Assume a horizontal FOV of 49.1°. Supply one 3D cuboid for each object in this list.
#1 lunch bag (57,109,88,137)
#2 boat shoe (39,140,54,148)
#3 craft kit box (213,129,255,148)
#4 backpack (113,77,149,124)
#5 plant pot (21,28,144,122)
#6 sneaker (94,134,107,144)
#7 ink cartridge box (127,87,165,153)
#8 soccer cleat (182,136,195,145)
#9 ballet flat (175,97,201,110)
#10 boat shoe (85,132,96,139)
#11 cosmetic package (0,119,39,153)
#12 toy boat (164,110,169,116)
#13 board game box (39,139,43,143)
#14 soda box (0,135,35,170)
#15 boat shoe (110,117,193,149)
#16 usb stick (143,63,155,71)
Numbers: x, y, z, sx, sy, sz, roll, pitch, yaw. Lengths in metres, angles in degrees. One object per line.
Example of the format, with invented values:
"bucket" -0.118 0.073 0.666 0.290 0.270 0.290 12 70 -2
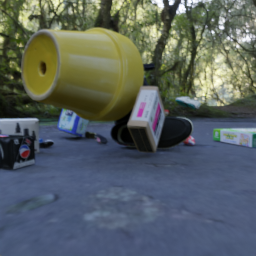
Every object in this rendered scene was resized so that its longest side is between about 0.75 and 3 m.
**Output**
"lunch bag" -2.524 -0.628 13.672 1.478 1.973 2.320 17 -5 -18
"boat shoe" -3.096 0.621 10.297 0.754 0.264 0.250 -3 10 -25
"craft kit box" 5.416 0.378 11.757 2.616 0.635 2.583 -1 1 -16
"backpack" 0.002 -0.961 10.664 1.814 1.538 2.043 -28 -23 -9
"plant pot" -1.504 -1.662 8.533 2.972 2.972 2.796 3 3 40
"sneaker" -1.083 0.529 11.369 0.275 0.322 0.785 -19 32 -30
"ink cartridge box" 0.587 -0.242 8.280 0.584 1.554 1.280 4 -36 22
"soccer cleat" 2.461 0.521 11.335 0.506 0.441 1.324 37 5 13
"ballet flat" 1.895 -0.793 8.736 0.348 0.348 0.971 -2 20 -32
"boat shoe" -1.785 0.378 13.783 0.314 0.341 0.955 10 -3 -41
"cosmetic package" -4.208 0.286 8.699 2.704 1.116 0.685 -2 3 -25
"toy boat" 1.840 -0.995 15.679 0.879 0.574 0.573 3 -11 4
"board game box" -4.087 0.571 10.577 1.347 0.303 1.024 2 4 29
"soda box" -3.594 0.557 7.202 2.360 0.747 0.835 1 5 22
"boat shoe" 0.749 0.162 9.785 2.965 1.085 0.929 -6 -14 31
"usb stick" 0.454 -2.374 11.062 1.333 0.217 0.370 -11 -17 -29
